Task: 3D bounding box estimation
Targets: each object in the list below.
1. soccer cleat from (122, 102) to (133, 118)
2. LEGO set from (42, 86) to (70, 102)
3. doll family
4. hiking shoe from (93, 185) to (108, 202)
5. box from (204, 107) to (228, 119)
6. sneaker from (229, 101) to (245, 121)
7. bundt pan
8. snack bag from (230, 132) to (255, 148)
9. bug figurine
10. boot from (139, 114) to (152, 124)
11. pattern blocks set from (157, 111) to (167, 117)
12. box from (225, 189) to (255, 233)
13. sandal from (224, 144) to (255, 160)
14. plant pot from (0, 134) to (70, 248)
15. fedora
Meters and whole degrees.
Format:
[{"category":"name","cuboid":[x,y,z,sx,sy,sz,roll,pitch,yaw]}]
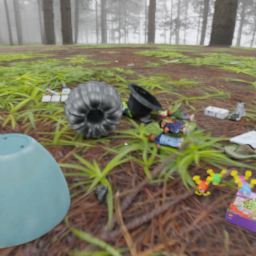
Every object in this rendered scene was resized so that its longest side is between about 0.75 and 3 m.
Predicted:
[{"category":"soccer cleat","cuboid":[-0.206,-0.854,14.733,0.639,0.533,1.578,-29,31,0]},{"category":"LEGO set","cuboid":[-4.532,-2.070,17.896,1.582,0.520,2.118,-2,34,-6]},{"category":"doll family","cuboid":[1.797,0.031,11.932,1.449,0.983,2.506,15,29,21]},{"category":"hiking shoe","cuboid":[-0.832,1.934,8.198,0.404,0.304,0.802,-1,12,8]},{"category":"box","cuboid":[4.638,-0.803,14.724,1.046,0.314,0.610,17,28,37]},{"category":"sneaker","cuboid":[5.600,-0.923,14.335,0.541,0.832,1.441,17,28,36]},{"category":"bundt pan","cuboid":[-1.373,-0.594,11.620,2.557,2.557,0.960,-5,35,-11]},{"category":"snack bag","cuboid":[5.376,0.557,11.422,1.641,0.186,1.740,-14,20,-31]},{"category":"bug figurine","cuboid":[2.931,1.662,8.382,1.779,0.458,1.380,-2,10,33]},{"category":"boot","cuboid":[0.988,-0.395,13.902,0.518,0.275,0.787,27,40,35]},{"category":"pattern blocks set","cuboid":[1.965,-0.753,14.916,0.922,0.075,0.811,-14,26,-31]},{"category":"box","cuboid":[3.595,2.276,7.242,1.771,0.346,1.212,15,27,32]},{"category":"sandal","cuboid":[4.542,0.839,10.485,1.843,0.526,0.732,4,23,8]},{"category":"plant pot","cuboid":[-3.107,1.319,7.451,2.945,1.983,2.945,0,22,0]},{"category":"fedora","cuboid":[0.636,-1.229,14.297,2.410,1.100,2.410,32,19,-13]}]
